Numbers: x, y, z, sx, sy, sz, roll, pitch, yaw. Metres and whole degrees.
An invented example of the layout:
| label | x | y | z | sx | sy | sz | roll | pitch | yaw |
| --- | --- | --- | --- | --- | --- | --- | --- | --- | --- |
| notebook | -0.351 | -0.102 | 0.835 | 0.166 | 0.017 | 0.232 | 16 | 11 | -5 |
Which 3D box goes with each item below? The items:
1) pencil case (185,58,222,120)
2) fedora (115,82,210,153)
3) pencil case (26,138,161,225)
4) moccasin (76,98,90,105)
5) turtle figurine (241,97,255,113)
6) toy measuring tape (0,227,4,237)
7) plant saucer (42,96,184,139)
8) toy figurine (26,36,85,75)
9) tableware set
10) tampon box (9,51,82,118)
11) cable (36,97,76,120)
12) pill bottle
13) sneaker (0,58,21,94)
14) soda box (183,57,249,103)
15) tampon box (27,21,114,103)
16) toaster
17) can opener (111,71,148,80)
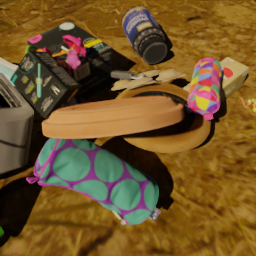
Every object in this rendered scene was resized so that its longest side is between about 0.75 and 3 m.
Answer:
| label | x | y | z | sx | sy | sz | roll | pitch | yaw |
| --- | --- | --- | --- | --- | --- | --- | --- | --- | --- |
| pencil case | 2.052 | -1.100 | 7.418 | 0.856 | 0.856 | 1.938 | 13 | 44 | 11 |
| fedora | 0.805 | -0.121 | 7.535 | 2.625 | 1.071 | 2.625 | 3 | 50 | -4 |
| pencil case | -0.567 | 1.052 | 5.633 | 2.586 | 1.100 | 1.195 | 33 | 75 | -25 |
| moccasin | -1.487 | -0.071 | 7.566 | 0.784 | 0.743 | 2.031 | 41 | 49 | -21 |
| turtle figurine | 4.086 | -0.696 | 8.498 | 0.941 | 0.376 | 1.167 | -20 | 52 | -17 |
| toy measuring tape | -3.366 | 1.240 | 5.374 | 1.100 | 2.989 | 1.100 | -15 | 23 | 6 |
| plant saucer | -0.291 | -0.287 | 5.508 | 2.733 | 0.441 | 2.733 | -6 | 9 | 1 |
| toy figurine | -1.783 | -1.828 | 7.556 | 1.403 | 1.144 | 1.524 | -23 | 70 | 14 |
| tableware set | 0.475 | -1.449 | 8.522 | 1.901 | 0.264 | 2.276 | -21 | 16 | -20 |
| tampon box | -1.960 | -1.066 | 6.733 | 1.264 | 0.947 | 0.798 | 46 | 23 | 3 |
| cable | -1.947 | -0.587 | 7.861 | 0.981 | 0.339 | 0.980 | 22 | 69 | 1 |
| pill bottle | 0.610 | -3.366 | 10.185 | 1.196 | 1.196 | 2.138 | -14 | 55 | -12 |
| sneaker | -4.274 | -1.701 | 8.994 | 2.360 | 0.872 | 0.967 | 17 | 41 | 15 |
| soda box | 2.640 | -1.242 | 8.705 | 2.445 | 0.783 | 0.828 | -35 | 58 | -27 |
| tampon box | -1.800 | -2.152 | 9.074 | 2.242 | 1.416 | 1.681 | 37 | 58 | 28 |
| toaster | -3.912 | -0.024 | 6.430 | 2.700 | 1.772 | 2.986 | -12 | 44 | -43 |
| can opener | 0.059 | -1.517 | 8.716 | 1.236 | 0.413 | 0.330 | 11 | 26 | 25 |
